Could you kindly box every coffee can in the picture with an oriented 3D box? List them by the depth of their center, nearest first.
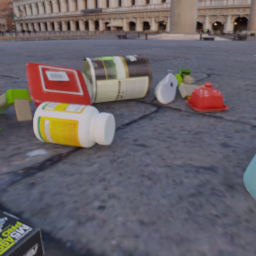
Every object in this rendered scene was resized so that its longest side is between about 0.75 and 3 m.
[{"bbox_3d":[-0.483,-2.012,11.494,2.477,1.813,1.813,-9,23,-20],"label":"coffee can"}]

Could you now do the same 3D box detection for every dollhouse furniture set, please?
[{"bbox_3d":[-4.339,-0.317,8.953,2.390,1.199,1.565,-16,-3,36],"label":"dollhouse furniture set"},{"bbox_3d":[2.729,-1.743,12.840,1.196,0.924,2.394,3,40,-12],"label":"dollhouse furniture set"}]

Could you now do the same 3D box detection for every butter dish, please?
[{"bbox_3d":[-2.521,-1.110,9.752,2.021,1.494,2.015,2,48,-29],"label":"butter dish"},{"bbox_3d":[2.984,-1.217,10.601,1.340,0.993,1.344,-4,22,-7],"label":"butter dish"}]

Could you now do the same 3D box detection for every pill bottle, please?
[{"bbox_3d":[-1.404,-0.068,7.501,1.957,1.104,1.104,6,22,16],"label":"pill bottle"}]

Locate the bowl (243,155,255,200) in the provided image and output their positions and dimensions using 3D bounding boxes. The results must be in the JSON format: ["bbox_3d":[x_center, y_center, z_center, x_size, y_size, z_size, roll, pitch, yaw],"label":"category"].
[{"bbox_3d":[3.712,0.649,5.295,2.661,1.392,2.661,1,21,0],"label":"bowl"}]

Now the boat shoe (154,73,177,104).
[{"bbox_3d":[1.507,-1.580,11.977,0.768,0.780,2.201,-33,20,36],"label":"boat shoe"}]

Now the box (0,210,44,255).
[{"bbox_3d":[-2.589,1.829,3.444,1.894,0.523,2.365,11,24,26],"label":"box"}]
